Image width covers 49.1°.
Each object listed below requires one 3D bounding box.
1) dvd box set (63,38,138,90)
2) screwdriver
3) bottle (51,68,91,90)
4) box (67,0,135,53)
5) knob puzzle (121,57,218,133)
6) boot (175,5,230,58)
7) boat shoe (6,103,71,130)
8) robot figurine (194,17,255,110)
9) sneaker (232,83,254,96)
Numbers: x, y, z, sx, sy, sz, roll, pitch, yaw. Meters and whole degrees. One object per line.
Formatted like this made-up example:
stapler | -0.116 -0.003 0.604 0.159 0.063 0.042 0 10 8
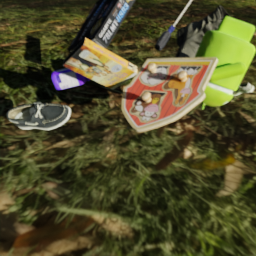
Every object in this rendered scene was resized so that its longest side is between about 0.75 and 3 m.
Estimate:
dvd box set | -0.771 -1.701 7.797 1.716 1.255 0.252 22 62 -32
screwdriver | 1.815 -3.985 10.504 0.358 2.564 0.373 35 4 -10
bottle | -1.693 -1.680 9.087 1.497 0.625 0.489 -14 36 2
box | -1.116 -4.284 11.439 2.717 0.680 2.737 10 68 55
knob puzzle | 0.742 -0.932 6.870 2.632 0.365 2.632 -18 45 20
boot | 2.577 -2.654 9.437 0.981 2.897 1.892 20 -26 -39
boat shoe | -2.551 -0.347 7.853 2.005 0.605 0.758 -11 60 24
robot figurine | 2.463 -1.670 7.639 1.398 2.417 2.120 23 17 5
sneaker | 4.044 -1.466 10.198 0.975 0.432 0.375 -10 47 43
